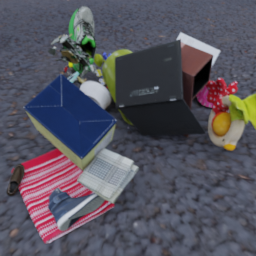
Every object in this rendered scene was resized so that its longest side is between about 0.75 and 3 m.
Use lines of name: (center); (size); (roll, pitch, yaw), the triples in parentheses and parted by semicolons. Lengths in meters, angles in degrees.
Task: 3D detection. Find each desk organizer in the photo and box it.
desk organizer: (1.670, -1.043, 8.437); (1.105, 2.870, 1.029); (33, 65, 27)

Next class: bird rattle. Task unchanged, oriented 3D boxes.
bird rattle: (2.692, -0.389, 7.814); (1.257, 1.819, 2.231); (9, 17, -24)

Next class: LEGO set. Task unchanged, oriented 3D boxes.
LEGO set: (-1.759, -2.293, 9.306); (1.678, 2.584, 0.732); (33, 73, -7)

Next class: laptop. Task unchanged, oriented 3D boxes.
laptop: (0.861, -0.948, 7.948); (2.179, 2.328, 1.349); (-3, -3, 39)

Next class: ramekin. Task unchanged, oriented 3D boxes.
ramekin: (-1.257, -1.017, 9.967); (1.234, 1.234, 0.575); (14, 54, 17)

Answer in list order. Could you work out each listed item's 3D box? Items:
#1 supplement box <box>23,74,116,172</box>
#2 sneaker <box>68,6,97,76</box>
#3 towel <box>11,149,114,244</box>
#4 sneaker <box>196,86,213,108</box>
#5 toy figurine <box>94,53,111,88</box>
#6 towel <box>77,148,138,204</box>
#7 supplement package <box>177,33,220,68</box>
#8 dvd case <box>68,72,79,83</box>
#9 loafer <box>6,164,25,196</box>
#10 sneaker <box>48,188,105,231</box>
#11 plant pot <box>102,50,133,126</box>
supplement box: (-1.335, -0.032, 6.805); (1.717, 1.715, 1.153); (40, 71, 7)
sneaker: (-1.523, -3.273, 10.299); (1.024, 2.624, 1.118); (5, -14, -34)
towel: (-1.818, 1.542, 7.434); (1.902, 0.296, 2.630); (-24, 45, -25)
sneaker: (2.972, -1.505, 10.816); (0.872, 0.804, 1.977); (-2, 44, -40)
toy figurine: (-0.640, -2.527, 11.077); (0.993, 1.128, 1.883); (7, 49, -40)
towel: (-0.460, 1.040, 6.385); (1.107, 0.191, 1.066); (24, 58, 25)
supplement package: (2.149, -2.229, 9.925); (1.506, 1.108, 1.440); (29, 84, 10)
dvd case: (-1.988, -1.339, 8.727); (0.944, 0.104, 0.689); (-27, 27, 31)
loafer: (-2.898, 1.355, 7.272); (0.312, 0.305, 0.856); (18, 73, -21)
sneaker: (-1.271, 1.696, 6.738); (1.333, 0.507, 0.963); (-29, 47, -24)
plant pot: (0.200, -1.603, 9.643); (2.236, 2.236, 2.153); (-20, 48, -23)
